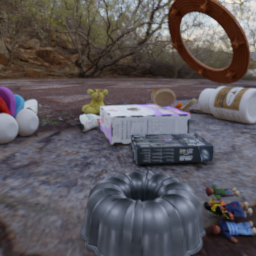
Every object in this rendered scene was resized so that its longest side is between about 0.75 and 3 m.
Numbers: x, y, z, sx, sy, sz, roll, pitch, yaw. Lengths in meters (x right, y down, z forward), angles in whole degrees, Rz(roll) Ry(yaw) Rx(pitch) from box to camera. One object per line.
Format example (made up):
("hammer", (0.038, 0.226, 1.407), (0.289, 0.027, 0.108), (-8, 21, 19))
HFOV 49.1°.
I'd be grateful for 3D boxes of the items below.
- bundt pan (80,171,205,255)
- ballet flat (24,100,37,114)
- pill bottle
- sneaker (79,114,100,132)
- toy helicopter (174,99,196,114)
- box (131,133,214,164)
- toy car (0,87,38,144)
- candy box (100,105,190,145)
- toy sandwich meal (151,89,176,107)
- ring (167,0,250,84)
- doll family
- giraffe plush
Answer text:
("bundt pan", (0.233, 1.336, 4.748), (2.118, 0.795, 2.118), (-1, 13, 0))
("ballet flat", (-4.959, -0.650, 13.380), (0.943, 0.943, 2.715), (4, 18, 17))
("pill bottle", (4.924, -1.195, 13.680), (1.607, 1.607, 2.810), (-9, 15, -33))
("sneaker", (-1.559, -0.276, 11.892), (0.842, 0.634, 1.801), (-5, 10, 1))
("toy helicopter", (2.497, -0.813, 12.897), (1.254, 0.748, 1.896), (-37, -5, -25))
("box", (1.212, 0.567, 8.362), (2.161, 0.470, 1.731), (-2, 11, -4))
("toy car", (-4.766, -0.552, 10.360), (2.198, 1.884, 2.512), (5, 14, 21))
("candy box", (0.506, -0.214, 10.768), (2.887, 1.033, 2.422), (-3, 14, -14))
("toy sandwich meal", (1.362, -1.193, 10.838), (0.959, 0.959, 0.328), (1, 41, 3))
("ring", (1.833, -2.049, 6.859), (0.239, 2.496, 2.496), (-43, 28, -14))
("doll family", (1.694, 1.467, 4.917), (0.709, 0.481, 1.227), (4, 16, -5))
("giraffe plush", (-1.744, -1.465, 15.360), (1.451, 1.364, 1.682), (-10, 17, -37))
